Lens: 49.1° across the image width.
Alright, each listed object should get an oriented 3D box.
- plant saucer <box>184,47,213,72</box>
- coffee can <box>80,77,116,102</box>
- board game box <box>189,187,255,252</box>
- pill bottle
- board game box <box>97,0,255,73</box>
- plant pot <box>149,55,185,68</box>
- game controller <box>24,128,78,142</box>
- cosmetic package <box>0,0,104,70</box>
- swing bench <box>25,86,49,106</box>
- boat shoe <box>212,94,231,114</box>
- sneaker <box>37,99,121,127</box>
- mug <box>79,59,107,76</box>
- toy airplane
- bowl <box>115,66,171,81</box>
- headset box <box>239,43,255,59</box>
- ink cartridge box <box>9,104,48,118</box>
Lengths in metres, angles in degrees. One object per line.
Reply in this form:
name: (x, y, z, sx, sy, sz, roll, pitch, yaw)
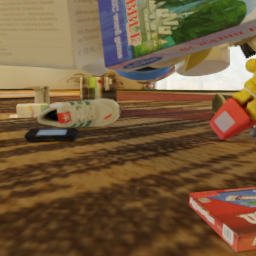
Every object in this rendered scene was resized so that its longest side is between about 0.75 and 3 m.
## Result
plant saucer: (1.161, -1.825, 4.135, 0.387, 1.599, 1.599, 6, -8, 6)
coffee can: (-1.811, -2.349, 17.190, 2.149, 1.573, 1.573, -1, 10, -5)
board game box: (1.534, 0.782, 2.701, 1.655, 0.161, 0.852, -2, 11, -13)
pill bottle: (1.768, -2.852, 7.114, 1.588, 2.808, 1.588, -2, -6, 0)
board game box: (0.655, -2.089, 3.016, 2.459, 2.465, 0.507, -8, -2, 37)
plant pot: (0.454, -2.439, 5.797, 1.850, 1.850, 1.694, 8, -10, 39)
game controller: (-1.703, 0.144, 6.279, 1.138, 0.240, 0.594, -1, 9, -4)
cosmetic package: (-1.606, -2.820, 5.770, 2.281, 2.743, 2.295, 8, 26, 20)
swing bench: (-3.693, -1.186, 11.704, 0.708, 1.086, 1.092, 2, 10, 13)
boat shoe: (3.610, -0.849, 10.348, 0.802, 0.872, 2.440, -3, 4, 10)
sneaker: (-1.384, -0.321, 7.712, 2.297, 0.809, 1.074, 0, 16, 13)
mug: (-1.689, -3.000, 11.739, 1.318, 1.110, 1.503, 8, 45, -42)
toy airplane: (3.148, -1.071, 5.378, 2.981, 2.969, 2.104, 8, 3, 31)
bowl: (0.489, -2.507, 9.926, 2.311, 0.454, 2.311, -1, 48, 1)
headset box: (4.092, -2.870, 7.915, 1.674, 0.776, 1.457, -24, 16, 42)
ink cartridge box: (-3.659, -0.646, 10.348, 1.346, 0.453, 0.789, -3, 10, -17)
